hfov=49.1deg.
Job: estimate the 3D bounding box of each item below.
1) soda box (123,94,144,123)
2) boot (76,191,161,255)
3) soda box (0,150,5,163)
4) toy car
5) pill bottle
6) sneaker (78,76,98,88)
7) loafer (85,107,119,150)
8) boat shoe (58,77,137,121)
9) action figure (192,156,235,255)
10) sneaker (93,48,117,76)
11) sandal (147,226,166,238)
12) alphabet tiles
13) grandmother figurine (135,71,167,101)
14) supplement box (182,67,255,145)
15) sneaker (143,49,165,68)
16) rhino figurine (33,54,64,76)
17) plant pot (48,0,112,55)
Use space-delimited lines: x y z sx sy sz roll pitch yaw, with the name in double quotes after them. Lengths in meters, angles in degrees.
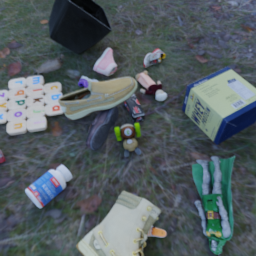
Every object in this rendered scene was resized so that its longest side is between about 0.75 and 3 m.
0.189 -0.822 10.776 0.462 0.414 1.307 -17 55 -13 "soda box"
0.285 2.989 7.094 2.778 1.011 2.159 23 61 38 "boot"
-4.866 1.148 9.219 1.424 0.451 0.498 -28 56 -19 "soda box"
0.058 0.478 9.558 0.857 0.823 1.043 -11 60 0 "toy car"
-2.390 1.751 8.572 0.738 0.738 1.315 35 60 24 "pill bottle"
-1.521 -1.695 11.516 1.219 0.491 0.508 20 68 26 "sneaker"
-1.024 -0.034 10.044 0.668 0.763 2.122 9 44 23 "loafer"
-1.121 -1.240 10.109 2.927 1.115 1.049 -25 44 3 "boat shoe"
2.425 2.164 7.935 0.713 1.541 2.609 14 65 -32 "action figure"
-0.833 -2.831 12.264 0.870 0.626 1.664 26 45 -2 "sneaker"
0.701 2.929 7.983 0.784 0.225 0.300 5 52 4 "sandal"
-3.988 -0.960 11.012 2.821 0.210 2.884 -11 53 -7 "alphabet tiles"
0.954 -1.656 11.397 1.010 0.505 1.666 -33 56 -12 "grandmother figurine"
3.428 -0.849 10.199 2.001 1.343 1.999 -26 57 -19 "supplement box"
1.161 -3.078 12.459 0.543 0.515 1.323 35 61 24 "sneaker"
-3.423 -2.599 11.902 1.590 0.475 0.695 -16 34 20 "rhino figurine"
-2.338 -4.687 12.464 2.233 1.981 2.228 23 35 -37 "plant pot"
